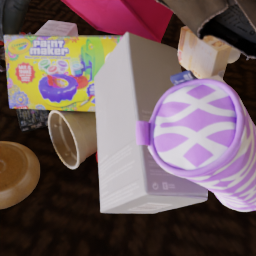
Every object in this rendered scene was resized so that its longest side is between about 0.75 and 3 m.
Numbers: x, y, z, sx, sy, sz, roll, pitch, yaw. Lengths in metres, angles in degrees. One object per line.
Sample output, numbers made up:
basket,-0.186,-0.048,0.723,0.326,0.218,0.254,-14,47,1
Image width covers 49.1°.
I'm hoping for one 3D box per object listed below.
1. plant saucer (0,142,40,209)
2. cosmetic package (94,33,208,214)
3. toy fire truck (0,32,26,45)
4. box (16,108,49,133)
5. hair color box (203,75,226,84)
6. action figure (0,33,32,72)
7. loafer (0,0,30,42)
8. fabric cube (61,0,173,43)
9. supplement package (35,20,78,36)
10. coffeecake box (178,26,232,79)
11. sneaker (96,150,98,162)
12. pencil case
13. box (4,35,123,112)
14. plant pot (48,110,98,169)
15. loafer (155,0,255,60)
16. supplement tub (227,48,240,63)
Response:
plant saucer,-3.037,0.977,6.556,1.850,0.327,1.850,7,50,-8
cosmetic package,0.215,-0.032,4.679,1.204,1.426,2.669,11,62,-27
toy fire truck,-4.578,-3.663,10.960,1.227,0.688,1.031,12,30,10
box,-2.754,-0.403,8.140,0.841,0.229,1.050,-18,49,-16
hair color box,1.823,-0.668,8.042,2.339,0.758,1.279,-12,49,-14
action figure,-4.374,-2.590,9.860,2.312,0.802,1.505,-15,56,-9
loafer,-2.564,-2.922,6.293,0.725,2.066,0.702,28,23,27
fabric cube,-0.161,-4.581,8.133,2.871,2.817,2.862,24,91,31
supplement package,-2.522,-2.886,9.859,1.094,1.102,1.452,11,48,10
coffeecake box,2.442,-2.444,9.302,0.627,1.318,1.717,-24,51,-21
sneaker,-0.100,0.215,7.082,1.445,0.980,2.502,-3,44,-2
pencil case,1.004,0.351,3.038,0.945,2.210,0.928,-20,56,28
box,-1.226,-1.464,7.311,2.732,1.667,2.632,3,13,6
plant pot,-1.041,0.089,7.018,1.349,1.474,1.474,-21,50,-33
loafer,1.294,-2.120,4.629,2.969,1.084,1.059,25,64,-1
supplement tub,3.589,-2.839,10.181,0.591,0.591,0.895,-10,47,-9
